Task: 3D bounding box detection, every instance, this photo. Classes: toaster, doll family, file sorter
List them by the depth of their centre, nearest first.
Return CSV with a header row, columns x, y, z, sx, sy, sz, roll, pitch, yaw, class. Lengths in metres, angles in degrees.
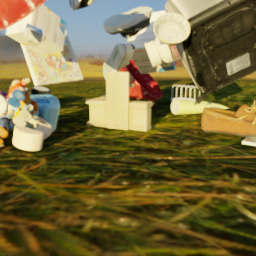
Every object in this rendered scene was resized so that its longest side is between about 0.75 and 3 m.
x,y,z,sx,sy,sz,roll,pitch,yaw,class
2.411,-2.395,7.290,2.734,2.472,1.622,-26,45,9,toaster
-3.454,-0.264,8.053,2.588,1.166,1.607,-42,30,3,doll family
3.582,-2.134,17.427,1.045,0.938,1.506,-12,18,-40,file sorter

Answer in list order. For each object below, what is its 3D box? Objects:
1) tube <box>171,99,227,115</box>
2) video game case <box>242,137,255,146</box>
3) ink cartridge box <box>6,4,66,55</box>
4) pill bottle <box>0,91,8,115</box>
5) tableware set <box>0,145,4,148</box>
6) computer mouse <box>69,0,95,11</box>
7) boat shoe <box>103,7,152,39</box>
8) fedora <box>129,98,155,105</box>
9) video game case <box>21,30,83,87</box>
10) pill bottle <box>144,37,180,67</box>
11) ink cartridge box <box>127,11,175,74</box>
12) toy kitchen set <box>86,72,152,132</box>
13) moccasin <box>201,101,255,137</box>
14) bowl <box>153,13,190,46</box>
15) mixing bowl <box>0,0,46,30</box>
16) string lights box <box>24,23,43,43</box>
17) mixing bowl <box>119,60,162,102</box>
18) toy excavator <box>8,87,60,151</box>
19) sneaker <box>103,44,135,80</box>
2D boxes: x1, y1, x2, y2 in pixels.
x,y,z,sx,sy,sz,roll,pitch,yaw,class
3.352,-0.975,13.237,2.738,0.711,0.794,-3,52,-25,tube
3.942,0.385,8.444,0.745,0.094,1.041,9,16,34,video game case
-3.224,-3.538,9.967,1.172,1.193,1.621,-1,-12,28,ink cartridge box
-6.007,-1.166,13.000,1.056,1.056,1.927,-3,13,-14,pill bottle
-4.621,0.468,7.761,2.060,0.239,1.721,12,17,43,tableware set
-0.759,-3.164,5.987,0.467,1.167,2.129,-5,3,-28,computer mouse
0.076,-3.378,9.294,0.839,0.755,2.373,23,42,29,boat shoe
0.548,-1.036,13.414,1.497,0.610,1.497,3,16,-1,fedora
-3.370,-3.131,12.324,2.264,2.487,0.285,-16,-5,-38,video game case
1.757,-3.141,10.449,2.125,1.164,1.164,-21,11,7,pill bottle
1.111,-3.743,12.564,1.715,1.685,2.329,-2,-16,16,ink cartridge box
-0.042,-1.163,10.835,2.467,2.013,2.226,6,14,25,toy kitchen set
3.685,-0.316,8.947,1.004,1.060,2.746,-13,15,-43,moccasin
0.918,-2.070,6.102,0.778,0.778,0.365,0,-18,-2,bowl
-2.173,-2.549,5.086,1.489,0.806,1.489,-18,43,18,mixing bowl
-2.377,-2.394,7.027,0.398,0.228,0.775,16,23,-27,string lights box
0.364,-2.205,15.231,1.514,2.795,2.795,-42,-7,26,mixing bowl
-2.932,-0.299,8.985,2.840,1.418,2.761,24,20,30,toy excavator
-0.372,-2.545,11.102,0.776,0.800,2.191,-10,-12,-27,sneaker
